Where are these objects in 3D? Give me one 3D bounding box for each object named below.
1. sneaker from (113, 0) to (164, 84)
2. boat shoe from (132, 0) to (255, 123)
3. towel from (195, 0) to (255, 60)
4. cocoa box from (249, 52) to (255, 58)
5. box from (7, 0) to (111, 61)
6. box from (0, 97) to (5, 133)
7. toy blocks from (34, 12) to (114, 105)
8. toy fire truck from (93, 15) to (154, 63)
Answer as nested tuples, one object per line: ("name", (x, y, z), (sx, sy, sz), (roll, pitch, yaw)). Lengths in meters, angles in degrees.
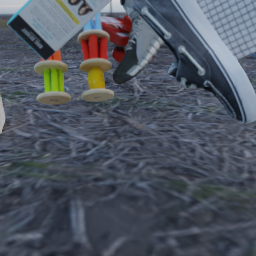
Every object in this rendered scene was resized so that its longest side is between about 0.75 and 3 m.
("sneaker", (0.152, -2.598, 7.505), (2.825, 1.631, 1.060), (-51, 19, -17))
("boat shoe", (1.099, -1.081, 4.587), (0.929, 2.741, 0.983), (-36, 11, 10))
("towel", (2.155, -2.147, 4.937), (1.855, 1.536, 0.794), (-24, 7, 27))
("cocoa box", (3.977, -2.140, 7.225), (1.470, 0.965, 0.980), (18, 11, -14))
("box", (-1.089, -2.407, 5.268), (2.282, 0.939, 0.561), (-39, 33, 8))
("box", (-4.400, -0.633, 8.479), (0.928, 1.412, 1.420), (-7, 25, -14))
("toy blocks", (-1.419, -1.865, 7.207), (1.951, 2.341, 0.850), (-4, -10, -7))
("toy fire truck", (-0.028, -3.616, 10.530), (2.261, 1.510, 2.692), (41, 38, 24))
